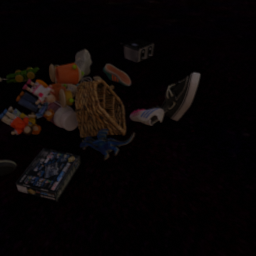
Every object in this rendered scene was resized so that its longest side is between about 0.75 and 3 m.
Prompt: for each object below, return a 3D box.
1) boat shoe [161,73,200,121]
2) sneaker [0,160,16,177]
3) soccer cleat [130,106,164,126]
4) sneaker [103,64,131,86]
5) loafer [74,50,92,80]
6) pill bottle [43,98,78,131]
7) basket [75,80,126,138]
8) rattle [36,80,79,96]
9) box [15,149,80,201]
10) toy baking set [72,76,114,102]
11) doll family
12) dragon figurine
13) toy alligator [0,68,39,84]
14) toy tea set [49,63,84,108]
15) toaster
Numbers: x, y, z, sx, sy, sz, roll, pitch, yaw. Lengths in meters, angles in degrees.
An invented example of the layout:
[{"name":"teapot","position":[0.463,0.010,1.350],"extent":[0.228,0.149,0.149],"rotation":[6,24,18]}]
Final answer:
[{"name":"boat shoe","position":[1.712,-1.047,9.768],"extent":[0.862,2.708,0.957],"rotation":[19,64,1]},{"name":"sneaker","position":[-3.980,1.469,8.181],"extent":[1.409,0.527,0.748],"rotation":[-15,46,-9]},{"name":"soccer cleat","position":[0.634,-0.366,10.304],"extent":[1.490,0.520,0.643],"rotation":[-12,59,38]},{"name":"sneaker","position":[-0.530,-2.379,13.031],"extent":[1.439,0.575,0.513],"rotation":[35,62,-11]},{"name":"loafer","position":[-2.201,-2.893,13.544],"extent":[0.910,0.909,2.604],"rotation":[-18,36,20]},{"name":"pill bottle","position":[-2.566,-0.528,10.477],"extent":[1.560,0.855,0.855],"rotation":[30,46,34]},{"name":"basket","position":[-0.957,-0.863,10.200],"extent":[1.641,1.573,2.203],"rotation":[-4,34,1]},{"name":"rattle","position":[-2.633,-1.803,11.496],"extent":[1.722,1.230,1.121],"rotation":[-12,31,23]},{"name":"box","position":[-2.341,1.341,8.381],"extent":[1.269,0.367,1.597],"rotation":[10,38,13]},{"name":"toy baking set","position":[-1.688,-1.794,12.635],"extent":[1.968,0.298,2.564],"rotation":[21,42,26]},{"name":"doll family","position":[-3.174,-0.530,9.270],"extent":[1.267,0.920,2.041],"rotation":[34,68,-10]},{"name":"dragon figurine","position":[-0.722,0.422,8.580],"extent":[1.889,0.939,0.556],"rotation":[-26,27,44]},{"name":"toy alligator","position":[-5.219,-2.381,13.314],"extent":[2.074,0.498,0.687],"rotation":[-17,39,-10]},{"name":"toy tea set","position":[-2.272,-1.634,10.309],"extent":[0.937,1.506,2.533],"rotation":[-10,18,-25]},{"name":"toaster","position":[0.521,-4.326,15.576],"extent":[1.415,0.840,1.280],"rotation":[30,46,34]}]
